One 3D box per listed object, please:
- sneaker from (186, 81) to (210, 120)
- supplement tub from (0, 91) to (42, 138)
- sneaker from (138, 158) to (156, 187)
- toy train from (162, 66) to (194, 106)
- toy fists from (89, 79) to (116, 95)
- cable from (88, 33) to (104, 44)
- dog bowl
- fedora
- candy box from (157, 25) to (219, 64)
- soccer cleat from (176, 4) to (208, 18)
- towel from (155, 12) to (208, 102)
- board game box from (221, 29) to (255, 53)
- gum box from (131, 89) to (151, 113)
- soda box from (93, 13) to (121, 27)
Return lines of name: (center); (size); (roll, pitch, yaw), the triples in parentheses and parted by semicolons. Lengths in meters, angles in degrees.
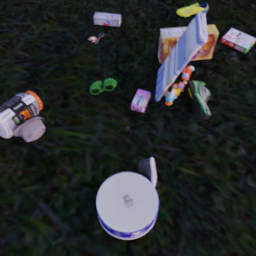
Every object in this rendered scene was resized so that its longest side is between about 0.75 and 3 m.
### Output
sneaker: (2.769, -1.118, 10.486); (0.783, 0.717, 1.838); (-4, 55, -4)
supplement tub: (-3.891, -0.512, 9.791); (1.037, 1.037, 1.692); (28, 52, 18)
sneaker: (0.589, 1.413, 8.735); (0.491, 0.991, 0.350); (-3, 10, 23)
toy train: (1.786, -1.599, 10.396); (0.459, 1.238, 1.649); (34, 63, 16)
toy fists: (-0.969, -1.612, 10.890); (1.106, 0.380, 0.564); (-12, 41, 18)
cable: (-1.402, -4.152, 12.908); (0.430, 0.223, 0.886); (38, 63, 23)
dog bowl: (-0.023, 2.234, 8.142); (1.797, 0.708, 1.797); (0, 55, 0)
fedora: (-3.280, 0.120, 9.550); (1.093, 0.967, 0.494); (-35, 79, -25)
candy box: (2.452, -3.494, 11.766); (2.307, 1.346, 0.651); (-6, 55, -3)
soccer cleat: (3.172, -5.875, 13.849); (1.567, 0.655, 0.506); (-5, 55, -3)
towel: (1.859, -2.528, 10.102); (0.349, 2.936, 2.156); (25, 43, -12)
board game box: (5.037, -3.992, 12.777); (1.243, 0.251, 0.951); (35, 62, 22)
gum box: (0.480, -1.006, 10.659); (0.513, 0.299, 0.903); (17, 57, 11)
soda box: (-1.013, -5.245, 13.564); (1.265, 0.401, 0.432); (7, 55, 5)
